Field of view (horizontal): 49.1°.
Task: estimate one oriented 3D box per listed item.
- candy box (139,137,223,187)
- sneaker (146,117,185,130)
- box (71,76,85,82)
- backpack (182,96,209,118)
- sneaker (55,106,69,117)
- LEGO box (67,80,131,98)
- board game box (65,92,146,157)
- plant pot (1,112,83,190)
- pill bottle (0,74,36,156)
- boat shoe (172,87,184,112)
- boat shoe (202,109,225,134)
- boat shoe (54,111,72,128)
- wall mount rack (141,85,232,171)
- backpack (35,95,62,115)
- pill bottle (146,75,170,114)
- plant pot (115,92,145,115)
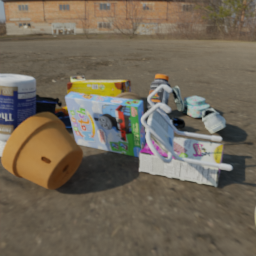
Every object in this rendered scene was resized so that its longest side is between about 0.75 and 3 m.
[{"bbox_3d":[1.628,0.897,8.469,2.276,0.694,1.552,9,24,19],"label":"candy box"},{"bbox_3d":[1.464,-0.221,10.947,1.531,0.559,0.856,0,-6,-3],"label":"sneaker"},{"bbox_3d":[-2.999,-2.596,16.968,0.914,0.609,2.430,-6,24,-12],"label":"box"},{"bbox_3d":[3.079,-0.927,12.714,1.053,0.893,1.186,-12,31,-25],"label":"backpack"},{"bbox_3d":[-2.767,-0.694,12.265,1.829,0.706,0.668,12,22,25],"label":"sneaker"},{"bbox_3d":[-1.388,-1.797,13.922,2.697,1.041,2.008,2,13,13],"label":"LEGO box"},{"bbox_3d":[-0.717,-0.106,9.222,2.566,1.941,0.469,10,37,23],"label":"board game box"},{"bbox_3d":[-2.137,0.727,7.532,1.349,1.927,1.927,33,34,17],"label":"plant pot"},{"bbox_3d":[-3.057,-0.320,7.418,1.147,2.068,1.147,6,16,-2],"label":"pill bottle"},{"bbox_3d":[2.155,-1.257,12.439,0.350,1.134,0.413,-17,6,-37],"label":"boat shoe"},{"bbox_3d":[3.234,-0.376,10.723,0.783,0.800,2.245,-27,1,15],"label":"boat shoe"},{"bbox_3d":[-2.780,-0.411,11.649,1.711,0.587,0.720,7,16,27],"label":"boat shoe"},{"bbox_3d":[1.492,0.118,7.616,1.070,2.494,2.871,-40,12,23],"label":"wall mount rack"},{"bbox_3d":[-4.059,-0.772,11.079,1.969,1.593,2.068,23,7,37],"label":"backpack"},{"bbox_3d":[1.395,-1.505,12.555,0.902,1.699,0.902,10,-3,0],"label":"pill bottle"},{"bbox_3d":[0.014,-0.592,11.026,1.499,1.499,0.692,-5,26,-11],"label":"plant pot"}]
